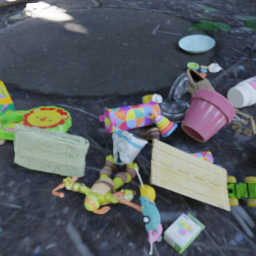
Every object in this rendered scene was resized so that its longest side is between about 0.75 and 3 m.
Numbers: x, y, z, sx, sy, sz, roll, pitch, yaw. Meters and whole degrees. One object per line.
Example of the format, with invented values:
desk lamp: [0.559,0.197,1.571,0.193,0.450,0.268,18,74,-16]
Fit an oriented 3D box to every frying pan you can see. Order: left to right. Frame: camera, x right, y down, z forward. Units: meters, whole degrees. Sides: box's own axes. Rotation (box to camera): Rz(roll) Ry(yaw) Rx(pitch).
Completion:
frying pan: [2.210,-1.493,11.947,0.331,2.036,1.232,34,79,24]
frying pan: [2.303,-0.581,11.521,2.670,0.435,1.615,24,45,31]

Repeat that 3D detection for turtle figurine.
turtle figurine: [-0.543,1.750,8.133,2.828,0.911,2.281,2,24,27]

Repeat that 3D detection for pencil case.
pencil case: [0.117,-0.433,10.707,2.256,0.997,0.997,-10,40,-24]
pencil case: [2.218,1.117,9.321,1.199,0.530,0.530,-4,40,-5]

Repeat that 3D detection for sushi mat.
sushi mat: [1.685,1.275,7.482,2.623,0.159,1.255,23,55,-21]

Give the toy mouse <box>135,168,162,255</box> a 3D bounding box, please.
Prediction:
toy mouse: [0.580,2.217,6.756,0.381,1.968,1.749,-11,32,2]

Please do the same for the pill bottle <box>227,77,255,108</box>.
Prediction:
pill bottle: [5.302,-1.566,12.140,1.878,1.065,1.065,-23,44,-24]

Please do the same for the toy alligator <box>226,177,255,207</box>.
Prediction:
toy alligator: [2.934,1.895,8.322,2.457,0.590,0.814,-1,66,13]

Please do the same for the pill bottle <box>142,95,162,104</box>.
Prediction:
pill bottle: [1.029,-1.180,11.932,0.803,0.439,0.439,-2,29,46]

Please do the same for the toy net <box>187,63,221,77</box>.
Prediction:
toy net: [4.037,-3.059,14.516,1.857,0.359,0.974,-9,40,-11]

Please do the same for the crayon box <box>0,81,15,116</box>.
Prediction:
crayon box: [-5.723,-1.136,11.961,1.251,0.613,2.106,-21,44,-24]

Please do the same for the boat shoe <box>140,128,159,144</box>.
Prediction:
boat shoe: [0.751,0.352,9.903,0.452,1.283,0.451,-9,81,-14]

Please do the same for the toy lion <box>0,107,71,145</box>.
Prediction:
toy lion: [-3.658,-0.140,10.708,2.659,0.913,2.549,10,33,12]

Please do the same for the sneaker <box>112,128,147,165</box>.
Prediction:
sneaker: [-0.193,0.633,9.046,0.908,1.050,2.423,27,-3,-8]

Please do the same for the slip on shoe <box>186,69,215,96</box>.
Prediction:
slip on shoe: [3.347,-1.728,12.513,1.048,0.835,2.756,-11,41,-13]

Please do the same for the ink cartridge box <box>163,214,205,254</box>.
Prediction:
ink cartridge box: [1.530,2.725,7.497,1.126,0.334,0.585,-31,48,-32]

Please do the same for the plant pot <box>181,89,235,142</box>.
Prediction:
plant pot: [2.792,-0.358,10.235,1.646,1.646,1.474,32,79,33]

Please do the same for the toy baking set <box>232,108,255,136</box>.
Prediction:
toy baking set: [4.258,-0.184,10.442,0.904,1.178,0.137,7,38,43]

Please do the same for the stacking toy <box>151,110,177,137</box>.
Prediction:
stacking toy: [1.212,-0.241,10.385,0.598,1.089,0.632,-45,10,-16]

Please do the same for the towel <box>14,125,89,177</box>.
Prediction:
towel: [-2.322,0.755,8.357,2.188,1.623,0.399,12,37,-3]

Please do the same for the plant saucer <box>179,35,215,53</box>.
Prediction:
plant saucer: [4.041,-4.872,16.595,2.062,0.397,2.062,-4,42,4]
